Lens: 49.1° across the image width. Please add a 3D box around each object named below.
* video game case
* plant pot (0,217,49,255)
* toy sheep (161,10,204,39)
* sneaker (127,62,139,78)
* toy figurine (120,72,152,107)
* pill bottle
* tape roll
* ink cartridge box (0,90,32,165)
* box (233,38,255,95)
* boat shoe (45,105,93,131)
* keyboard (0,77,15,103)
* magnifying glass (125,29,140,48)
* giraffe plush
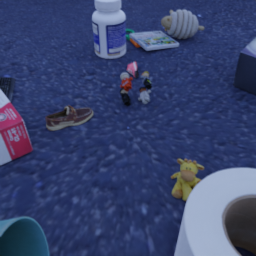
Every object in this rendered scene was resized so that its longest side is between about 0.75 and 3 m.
[{"bbox_3d":[1.156,-3.934,12.582,1.704,0.188,1.553,-14,43,-25],"label":"video game case"},{"bbox_3d":[-2.315,2.421,4.151,1.611,2.007,2.007,-7,40,7],"label":"plant pot"},{"bbox_3d":[2.504,-4.740,12.833,2.031,1.400,1.400,3,41,-5],"label":"toy sheep"},{"bbox_3d":[0.164,-2.153,10.623,0.423,0.360,0.976,-12,37,6],"label":"sneaker"},{"bbox_3d":[0.232,-1.280,9.004,1.018,1.034,0.719,-8,51,-7],"label":"toy figurine"},{"bbox_3d":[-0.762,-4.085,11.327,1.334,2.229,1.334,0,41,0],"label":"pill bottle"},{"bbox_3d":[2.034,2.112,4.592,2.461,1.690,2.461,0,41,0],"label":"tape roll"},{"bbox_3d":[-4.177,0.246,7.160,2.712,1.161,2.002,-25,47,-29],"label":"ink cartridge box"},{"bbox_3d":[5.357,-2.136,9.376,2.493,1.536,2.473,32,60,31],"label":"box"},{"bbox_3d":[-1.749,-0.385,8.363,1.466,0.528,0.529,-17,44,-19],"label":"boat shoe"},{"bbox_3d":[-4.577,-1.208,9.583,1.216,0.197,1.914,-8,41,-9],"label":"keyboard"},{"bbox_3d":[0.110,-4.193,13.043,0.742,0.209,1.865,-14,41,-16],"label":"magnifying glass"},{"bbox_3d":[1.401,1.118,6.450,0.811,0.762,0.940,-3,41,-3],"label":"giraffe plush"}]
